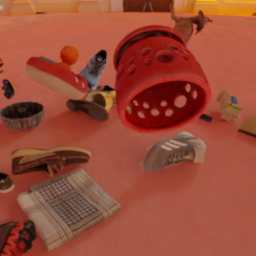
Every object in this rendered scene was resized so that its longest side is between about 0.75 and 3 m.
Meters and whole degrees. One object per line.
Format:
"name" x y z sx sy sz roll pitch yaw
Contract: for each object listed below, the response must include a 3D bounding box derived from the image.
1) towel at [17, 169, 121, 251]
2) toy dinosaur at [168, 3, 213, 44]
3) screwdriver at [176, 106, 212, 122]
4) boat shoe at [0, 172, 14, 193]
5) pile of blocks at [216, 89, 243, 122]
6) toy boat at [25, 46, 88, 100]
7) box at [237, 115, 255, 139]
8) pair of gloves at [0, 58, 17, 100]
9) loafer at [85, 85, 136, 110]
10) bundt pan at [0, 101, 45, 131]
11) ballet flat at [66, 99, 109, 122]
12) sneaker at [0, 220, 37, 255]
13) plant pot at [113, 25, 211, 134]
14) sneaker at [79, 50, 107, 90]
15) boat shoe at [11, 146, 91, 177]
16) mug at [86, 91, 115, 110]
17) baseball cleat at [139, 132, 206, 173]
"towel" -1.639 1.945 7.494 2.150 0.386 2.233 -21 35 -33
"toy dinosaur" 2.179 -3.737 10.825 1.679 1.063 2.477 20 74 19
"screwdriver" 2.862 -0.657 12.363 1.880 0.262 0.273 26 8 40
"boat shoe" -4.114 1.474 8.243 1.587 0.478 0.566 8 30 13
"pile of blocks" 4.431 -0.853 12.357 0.920 0.696 2.240 14 38 0
"toy boat" -2.014 -1.848 8.785 1.516 1.518 2.323 25 -1 11
"box" 5.639 0.022 11.137 1.724 0.224 2.109 24 38 38
"pair of gloves" -4.697 -1.894 10.451 0.206 1.663 1.481 -18 25 -2
"loafer" -0.860 -1.689 13.502 2.955 0.929 1.062 20 35 31
"bundt pan" -4.308 -0.449 11.540 1.783 0.669 1.783 -1 28 0
"ballet flat" -1.713 -0.878 12.219 2.509 0.845 0.582 15 40 37
"sneaker" -2.759 2.738 5.736 0.992 0.718 2.030 1 31 14
"plant pot" 0.783 -1.319 7.478 2.373 2.373 2.161 -4 57 -7
"sneaker" -1.301 -2.337 10.753 0.829 0.951 2.115 27 45 -16
"boat shoe" -2.361 1.127 8.725 2.420 0.873 0.871 1 58 -18
"mug" -1.078 -1.138 12.454 1.246 0.998 1.023 3 10 22
"baseball cleat" 1.623 0.813 9.005 1.390 0.911 2.612 23 37 35
